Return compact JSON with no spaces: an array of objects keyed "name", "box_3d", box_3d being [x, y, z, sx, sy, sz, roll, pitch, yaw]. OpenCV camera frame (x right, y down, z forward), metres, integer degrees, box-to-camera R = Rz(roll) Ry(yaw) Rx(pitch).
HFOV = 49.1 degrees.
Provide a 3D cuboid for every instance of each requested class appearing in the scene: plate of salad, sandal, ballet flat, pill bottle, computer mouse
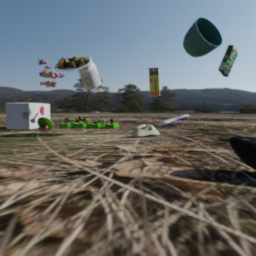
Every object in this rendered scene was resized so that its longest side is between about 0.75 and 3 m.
[{"name":"plate of salad","box_3d":[-1.989,-2.345,9.977,1.330,0.319,1.330,-6,34,4]},{"name":"sandal","box_3d":[2.490,-0.280,15.244,1.918,0.471,0.780,-15,-6,-21]},{"name":"ballet flat","box_3d":[0.664,0.096,9.896,0.467,0.467,1.344,4,6,43]},{"name":"pill bottle","box_3d":[-1.754,-2.443,12.324,0.800,0.800,1.400,1,-40,14]},{"name":"computer mouse","box_3d":[2.290,0.565,3.800,2.067,0.476,1.451,14,10,33]}]

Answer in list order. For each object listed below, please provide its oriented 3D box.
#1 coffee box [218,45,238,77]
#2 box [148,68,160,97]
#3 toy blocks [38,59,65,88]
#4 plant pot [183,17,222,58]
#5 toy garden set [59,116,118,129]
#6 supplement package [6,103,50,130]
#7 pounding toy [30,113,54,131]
[{"name":"coffee box","box_3d":[4.064,-2.707,11.360,0.246,1.119,0.688,23,-1,40]},{"name":"box","box_3d":[1.366,-2.392,14.706,0.555,1.474,0.369,-2,-1,7]},{"name":"toy blocks","box_3d":[-3.434,-2.491,12.869,1.027,1.220,1.140,-4,3,1]},{"name":"plant pot","box_3d":[2.800,-3.406,10.961,1.346,1.346,1.080,-3,-23,-35]},{"name":"toy garden set","box_3d":[-1.892,-0.333,14.816,2.789,0.557,2.325,1,4,8]},{"name":"supplement package","box_3d":[-4.891,-0.605,13.883,1.232,1.247,2.058,1,4,11]},{"name":"pounding toy","box_3d":[-3.800,-0.117,12.317,0.981,0.455,0.757,35,-47,-24]}]
